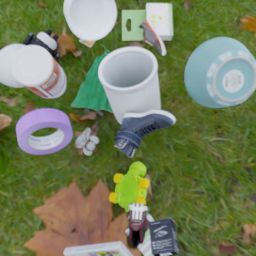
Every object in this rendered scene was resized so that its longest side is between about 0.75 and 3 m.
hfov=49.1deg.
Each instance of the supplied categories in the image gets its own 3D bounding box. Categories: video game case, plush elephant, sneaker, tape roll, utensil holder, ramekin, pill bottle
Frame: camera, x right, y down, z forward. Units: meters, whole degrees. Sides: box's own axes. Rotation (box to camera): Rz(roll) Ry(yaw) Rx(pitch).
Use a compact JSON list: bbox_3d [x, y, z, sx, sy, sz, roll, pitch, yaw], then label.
[{"bbox_3d":[-0.530,4.013,8.084,1.906,2.094,0.231,-18,31,26],"label":"video game case"},{"bbox_3d":[-1.390,0.506,9.590,0.703,0.908,0.748,40,93,-5],"label":"plush elephant"},{"bbox_3d":[0.747,-2.784,8.847,0.523,0.492,1.277,-29,86,16],"label":"sneaker"},{"bbox_3d":[-2.772,0.157,9.327,1.748,1.748,0.574,-21,56,-5],"label":"tape roll"},{"bbox_3d":[0.139,-1.239,9.327,1.836,2.160,1.836,-5,55,8],"label":"utensil holder"},{"bbox_3d":[-1.417,-4.164,10.055,1.833,1.833,0.893,-30,45,-7],"label":"ramekin"},{"bbox_3d":[0.412,0.200,8.116,0.724,1.905,1.377,44,57,-34],"label":"sneaker"},{"bbox_3d":[-2.529,-1.537,8.351,1.147,2.045,1.147,0,83,1],"label":"pill bottle"},{"bbox_3d":[0.260,3.104,8.432,0.719,1.900,1.098,0,53,11],"label":"sneaker"}]

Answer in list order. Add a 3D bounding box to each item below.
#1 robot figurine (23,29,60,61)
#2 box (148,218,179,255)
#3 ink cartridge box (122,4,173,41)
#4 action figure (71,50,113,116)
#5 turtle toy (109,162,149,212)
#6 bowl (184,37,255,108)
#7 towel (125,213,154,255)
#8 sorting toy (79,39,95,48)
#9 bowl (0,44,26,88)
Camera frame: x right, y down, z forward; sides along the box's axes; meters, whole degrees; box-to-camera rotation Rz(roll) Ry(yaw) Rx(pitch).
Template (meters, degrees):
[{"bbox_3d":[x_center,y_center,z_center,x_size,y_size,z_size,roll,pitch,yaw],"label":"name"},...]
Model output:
[{"bbox_3d":[-3.696,-3.418,12.040,1.248,1.037,1.661,28,77,19],"label":"robot figurine"},{"bbox_3d":[0.899,2.782,7.105,0.609,0.430,0.823,-16,51,17],"label":"box"},{"bbox_3d":[0.844,-4.765,12.636,2.244,0.538,1.633,0,76,-2],"label":"ink cartridge box"},{"bbox_3d":[-1.142,-2.012,11.797,1.769,0.819,2.995,11,69,4],"label":"action figure"},{"bbox_3d":[0.191,2.210,10.650,1.410,0.978,1.935,7,73,23],"label":"turtle toy"},{"bbox_3d":[2.964,-1.549,8.434,2.256,1.180,2.256,-2,109,-7],"label":"bowl"},{"bbox_3d":[0.783,4.149,10.619,1.139,0.234,1.527,-40,82,-7],"label":"towel"},{"bbox_3d":[-1.733,-4.121,12.660,0.654,0.130,0.885,29,78,7],"label":"sorting toy"},{"bbox_3d":[-3.469,-1.881,9.054,1.490,1.490,0.670,-46,56,-10],"label":"bowl"}]
